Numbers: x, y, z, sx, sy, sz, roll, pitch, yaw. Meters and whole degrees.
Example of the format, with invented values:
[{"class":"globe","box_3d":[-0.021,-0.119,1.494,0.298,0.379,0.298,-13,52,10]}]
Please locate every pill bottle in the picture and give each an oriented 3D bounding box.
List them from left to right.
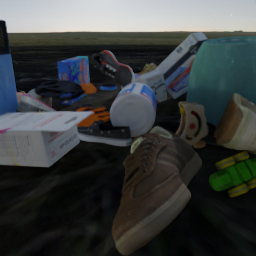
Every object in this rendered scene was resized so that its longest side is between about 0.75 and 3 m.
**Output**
[{"class":"pill bottle","box_3d":[0.227,-1.774,11.686,0.899,0.899,1.605,-7,21,-20]},{"class":"pill bottle","box_3d":[0.224,-0.643,8.139,1.202,1.202,2.142,3,20,7]}]

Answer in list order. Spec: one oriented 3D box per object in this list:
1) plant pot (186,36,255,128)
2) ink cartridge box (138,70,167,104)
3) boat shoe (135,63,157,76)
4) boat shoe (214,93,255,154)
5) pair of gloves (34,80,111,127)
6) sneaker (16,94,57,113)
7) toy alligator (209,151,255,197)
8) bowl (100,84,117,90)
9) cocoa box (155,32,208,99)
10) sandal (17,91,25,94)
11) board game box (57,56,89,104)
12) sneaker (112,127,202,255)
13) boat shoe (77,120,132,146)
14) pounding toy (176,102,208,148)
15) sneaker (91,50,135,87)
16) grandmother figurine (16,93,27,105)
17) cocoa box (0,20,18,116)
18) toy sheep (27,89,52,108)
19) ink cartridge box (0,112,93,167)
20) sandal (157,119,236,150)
[{"class":"plant pot","box_3d":[3.153,-1.464,8.396,2.886,2.316,2.886,-5,22,2]},{"class":"ink cartridge box","box_3d":[0.899,-1.435,10.068,0.778,1.071,0.447,-24,28,-19]},{"class":"boat shoe","box_3d":[1.251,-2.907,14.698,2.879,0.956,1.065,-14,24,-34]},{"class":"boat shoe","box_3d":[2.469,-0.027,5.951,0.960,1.061,2.976,24,19,12]},{"class":"pair of gloves","box_3d":[-1.561,-0.789,8.579,2.097,0.291,2.353,-13,49,-37]},{"class":"sneaker","box_3d":[-2.511,-0.359,7.921,0.588,0.697,1.594,28,-4,33]},{"class":"toy alligator","box_3d":[2.138,0.792,5.187,2.109,0.625,0.572,-14,-17,-33]},{"class":"bowl","box_3d":[-0.910,-1.930,13.197,0.795,0.156,0.795,0,20,0]},{"class":"cocoa box","box_3d":[2.409,-2.482,11.240,1.467,2.235,1.491,51,33,4]},{"class":"sandal","box_3d":[-4.423,-1.409,11.610,0.343,0.257,0.896,-6,21,-17]},{"class":"board game box","box_3d":[-2.116,-1.973,11.230,0.470,1.589,2.089,4,21,11]},{"class":"sneaker","box_3d":[0.288,0.695,4.158,1.099,1.025,2.910,46,21,9]},{"class":"boat shoe","box_3d":[-0.676,0.060,7.058,1.660,0.550,0.580,10,18,29]},{"class":"pounding toy","box_3d":[1.387,-0.038,6.585,0.707,1.237,0.710,-17,18,-7]},{"class":"sneaker","box_3d":[-0.654,-2.189,10.800,0.906,0.852,2.211,-17,49,-41]},{"class":"grandmother figurine","box_3d":[-3.702,-1.059,10.335,1.857,0.562,1.126,8,46,13]},{"class":"cocoa box","box_3d":[-4.332,-1.281,7.299,1.952,2.927,1.921,11,23,30]},{"class":"toy sheep","box_3d":[-2.944,-0.876,9.188,0.930,0.930,1.349,-8,3,-21]},{"class":"ink cartridge box","box_3d":[-2.017,0.198,6.078,2.370,0.804,1.365,0,19,18]},{"class":"sandal","box_3d":[1.925,0.034,7.260,2.388,0.511,0.908,8,21,22]}]
